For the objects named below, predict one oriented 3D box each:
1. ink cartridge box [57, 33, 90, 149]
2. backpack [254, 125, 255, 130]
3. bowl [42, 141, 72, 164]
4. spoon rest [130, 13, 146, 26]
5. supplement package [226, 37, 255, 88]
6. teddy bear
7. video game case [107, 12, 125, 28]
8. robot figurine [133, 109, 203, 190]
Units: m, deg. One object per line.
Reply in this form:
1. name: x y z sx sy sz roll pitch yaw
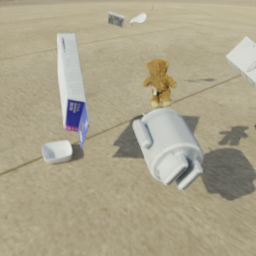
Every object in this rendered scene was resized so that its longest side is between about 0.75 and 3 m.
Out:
1. ink cartridge box: -1.858 -1.002 9.035 0.624 2.830 2.882 -5 73 -16
2. backpack: 6.474 -0.040 12.312 1.213 0.935 1.155 -9 44 -19
3. bowl: -2.784 1.008 11.040 1.115 0.417 1.117 -10 33 -16
4. spoon rest: 0.454 -4.977 12.927 0.908 0.451 0.275 -13 -18 37
5. supplement package: 4.074 -2.029 9.063 1.523 0.890 0.893 51 16 22
6. teddy bear: 0.943 -1.285 8.318 1.076 1.484 0.495 -27 -10 39
7. video game case: -0.559 -4.888 12.689 0.748 0.823 0.096 17 77 -4
8. robot figurine: 1.079 0.445 7.679 2.172 1.446 2.561 27 27 -30
